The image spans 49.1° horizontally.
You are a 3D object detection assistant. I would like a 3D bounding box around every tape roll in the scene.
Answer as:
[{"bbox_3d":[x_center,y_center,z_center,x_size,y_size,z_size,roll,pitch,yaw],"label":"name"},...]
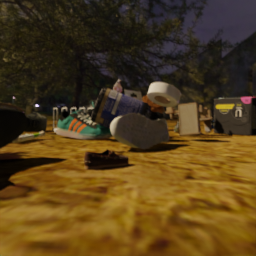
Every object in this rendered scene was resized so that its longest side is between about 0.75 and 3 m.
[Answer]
[{"bbox_3d":[1.246,-1.137,9.754,1.125,0.393,1.125,18,-16,5],"label":"tape roll"}]

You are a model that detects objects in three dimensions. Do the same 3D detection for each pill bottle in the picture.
[{"bbox_3d":[-0.019,-0.423,9.592,2.277,1.273,1.273,21,2,-3],"label":"pill bottle"}]

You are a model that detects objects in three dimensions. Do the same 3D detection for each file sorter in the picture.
[{"bbox_3d":[-2.851,-0.424,14.542,2.003,1.247,1.390,-2,3,-23],"label":"file sorter"}]

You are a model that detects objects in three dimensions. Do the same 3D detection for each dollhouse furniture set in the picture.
[{"bbox_3d":[2.764,-0.242,12.382,1.467,1.253,2.830,-6,-5,29],"label":"dollhouse furniture set"}]

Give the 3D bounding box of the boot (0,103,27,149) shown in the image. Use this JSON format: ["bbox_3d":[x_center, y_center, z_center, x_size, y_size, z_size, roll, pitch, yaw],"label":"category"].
[{"bbox_3d":[-2.355,0.265,4.326,1.934,1.083,2.796,7,19,33],"label":"boot"}]

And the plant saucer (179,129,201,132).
[{"bbox_3d":[2.729,0.146,12.333,0.967,0.181,0.967,0,-8,0],"label":"plant saucer"}]

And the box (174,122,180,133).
[{"bbox_3d":[2.636,-0.014,12.866,0.892,0.281,1.620,0,-8,4],"label":"box"}]

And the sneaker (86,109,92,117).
[{"bbox_3d":[-0.556,-0.412,12.098,2.831,1.408,0.984,-4,4,-33],"label":"sneaker"}]

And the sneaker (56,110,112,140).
[{"bbox_3d":[-1.664,-0.131,10.260,2.519,1.006,0.899,6,5,32],"label":"sneaker"}]

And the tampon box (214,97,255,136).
[{"bbox_3d":[5.543,-0.553,12.909,2.608,1.646,1.954,-2,3,-35],"label":"tampon box"}]

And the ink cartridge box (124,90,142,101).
[{"bbox_3d":[0.203,-0.552,11.129,0.507,1.778,1.445,-17,-5,29],"label":"ink cartridge box"}]

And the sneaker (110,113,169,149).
[{"bbox_3d":[0.207,0.156,7.676,0.980,0.930,2.434,-7,-9,34],"label":"sneaker"}]

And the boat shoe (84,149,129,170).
[{"bbox_3d":[-0.345,0.515,4.752,0.855,0.301,0.301,-1,1,-38],"label":"boat shoe"}]

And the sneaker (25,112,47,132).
[{"bbox_3d":[-5.467,-0.350,14.965,1.554,1.037,2.713,6,4,-33],"label":"sneaker"}]

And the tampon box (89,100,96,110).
[{"bbox_3d":[-1.105,-0.661,14.831,1.399,1.660,2.216,-2,4,-20],"label":"tampon box"}]

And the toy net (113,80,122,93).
[{"bbox_3d":[-0.722,-1.174,12.907,0.414,2.144,1.125,30,12,5],"label":"toy net"}]

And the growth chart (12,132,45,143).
[{"bbox_3d":[-4.509,0.335,9.173,2.950,0.262,2.135,0,4,4],"label":"growth chart"}]

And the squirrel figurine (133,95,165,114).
[{"bbox_3d":[0.657,-0.949,15.657,2.615,1.851,2.441,-25,9,4],"label":"squirrel figurine"}]

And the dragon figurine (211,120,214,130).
[{"bbox_3d":[5.354,-0.202,15.890,2.255,0.664,1.121,-1,3,-3],"label":"dragon figurine"}]
